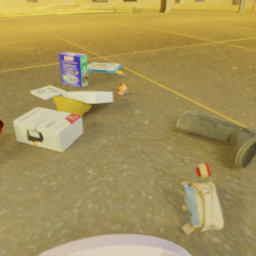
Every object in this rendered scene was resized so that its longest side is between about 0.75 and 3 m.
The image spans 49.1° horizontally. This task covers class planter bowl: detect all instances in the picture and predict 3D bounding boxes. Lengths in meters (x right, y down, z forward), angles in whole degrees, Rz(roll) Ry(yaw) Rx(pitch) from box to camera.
[{"bbox_3d":[-1.938,-0.624,9.412,1.336,0.556,1.336,13,-4,1],"label":"planter bowl"}]

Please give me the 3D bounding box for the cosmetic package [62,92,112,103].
[{"bbox_3d":[-1.390,-1.083,9.961,1.217,0.417,1.615,4,8,16],"label":"cosmetic package"}]

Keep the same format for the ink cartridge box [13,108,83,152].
[{"bbox_3d":[-2.350,0.005,8.338,1.619,0.671,1.180,11,31,20],"label":"ink cartridge box"}]

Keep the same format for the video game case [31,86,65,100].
[{"bbox_3d":[-3.337,-1.479,11.682,1.078,0.128,0.981,23,36,35],"label":"video game case"}]

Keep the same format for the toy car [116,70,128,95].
[{"bbox_3d":[-0.275,-1.739,11.090,0.342,1.026,0.503,18,61,31],"label":"toy car"}]

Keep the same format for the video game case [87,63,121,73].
[{"bbox_3d":[-1.341,-3.202,14.855,1.699,0.151,1.216,7,29,13],"label":"video game case"}]

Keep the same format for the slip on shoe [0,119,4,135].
[{"bbox_3d":[-3.759,0.437,7.158,0.597,0.723,1.952,-33,29,31],"label":"slip on shoe"}]

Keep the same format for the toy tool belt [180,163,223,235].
[{"bbox_3d":[1.270,1.317,5.247,0.756,1.230,0.768,-14,-18,11],"label":"toy tool belt"}]

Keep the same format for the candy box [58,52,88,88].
[{"bbox_3d":[-2.398,-2.567,12.368,1.170,1.384,0.533,14,31,24],"label":"candy box"}]

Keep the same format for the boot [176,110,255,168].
[{"bbox_3d":[2.439,0.163,7.891,2.328,0.845,2.117,26,23,28],"label":"boot"}]

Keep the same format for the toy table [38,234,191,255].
[{"bbox_3d":[-0.267,2.215,2.821,2.557,2.351,1.498,-19,14,-2],"label":"toy table"}]
